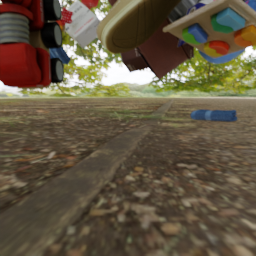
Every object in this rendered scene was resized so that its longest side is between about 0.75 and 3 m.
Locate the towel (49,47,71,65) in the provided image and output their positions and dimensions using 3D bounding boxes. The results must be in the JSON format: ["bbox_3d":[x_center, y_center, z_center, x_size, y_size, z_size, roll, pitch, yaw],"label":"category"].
[{"bbox_3d":[-3.047,-3.146,11.795,0.418,0.961,1.721,-41,32,-14],"label":"towel"}]

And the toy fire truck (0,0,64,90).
[{"bbox_3d":[-1.986,-1.892,5.203,1.548,2.118,2.406,-1,1,8],"label":"toy fire truck"}]

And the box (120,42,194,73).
[{"bbox_3d":[1.009,-2.752,9.735,2.462,0.923,1.233,-10,-10,12],"label":"box"}]

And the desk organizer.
[{"bbox_3d":[0.468,-2.640,7.288,1.016,2.640,0.947,-35,29,6],"label":"desk organizer"}]

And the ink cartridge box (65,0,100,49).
[{"bbox_3d":[-1.720,-3.718,10.057,1.514,1.105,0.636,49,1,31],"label":"ink cartridge box"}]

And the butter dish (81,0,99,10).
[{"bbox_3d":[-1.470,-4.744,10.594,0.771,0.572,0.773,9,14,8],"label":"butter dish"}]

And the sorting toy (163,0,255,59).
[{"bbox_3d":[1.960,-1.965,5.917,1.901,0.347,1.760,13,-10,-31],"label":"sorting toy"}]

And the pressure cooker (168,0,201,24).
[{"bbox_3d":[1.433,-3.440,7.731,1.247,1.096,1.114,38,8,-23],"label":"pressure cooker"}]

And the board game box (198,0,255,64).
[{"bbox_3d":[3.135,-3.303,8.484,0.529,2.717,2.147,0,7,-29],"label":"board game box"}]

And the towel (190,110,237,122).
[{"bbox_3d":[3.420,-0.516,11.210,1.678,0.407,0.937,6,10,34],"label":"towel"}]

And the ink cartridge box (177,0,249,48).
[{"bbox_3d":[2.241,-2.875,6.998,2.397,1.135,0.444,-36,67,-23],"label":"ink cartridge box"}]

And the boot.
[{"bbox_3d":[-0.146,-2.741,5.189,2.097,2.712,0.977,36,-18,15],"label":"boot"}]

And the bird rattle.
[{"bbox_3d":[-2.139,-3.203,8.823,0.671,1.192,0.971,20,11,14],"label":"bird rattle"}]
